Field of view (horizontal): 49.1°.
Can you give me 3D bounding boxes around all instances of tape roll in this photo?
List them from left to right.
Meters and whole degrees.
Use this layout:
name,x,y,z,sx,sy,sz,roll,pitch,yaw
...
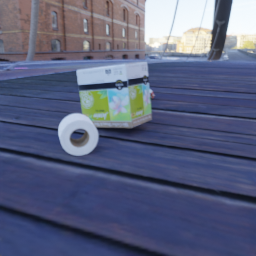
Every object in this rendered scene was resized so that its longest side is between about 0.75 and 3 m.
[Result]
name,x,y,z,sx,sy,sz,roll,pitch,yaw
tape roll,-1.415,0.179,7.885,1.043,1.043,0.716,-5,17,-16

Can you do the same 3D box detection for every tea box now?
name,x,y,z,sx,sy,sz,roll,pitch,yaw
tea box,-0.474,-1.147,9.963,2.138,2.104,1.429,1,14,34

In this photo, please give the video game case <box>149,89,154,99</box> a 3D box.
name,x,y,z,sx,sy,sz,roll,pitch,yaw
video game case,0.739,-2.051,14.636,1.292,0.158,1.807,34,3,8
